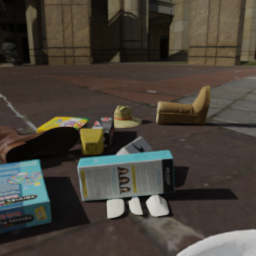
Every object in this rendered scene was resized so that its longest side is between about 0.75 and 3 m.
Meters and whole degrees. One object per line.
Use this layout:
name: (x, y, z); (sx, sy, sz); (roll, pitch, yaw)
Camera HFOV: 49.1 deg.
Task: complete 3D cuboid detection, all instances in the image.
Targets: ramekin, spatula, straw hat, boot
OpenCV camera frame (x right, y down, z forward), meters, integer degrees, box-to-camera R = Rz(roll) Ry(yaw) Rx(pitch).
ramekin: (1.468, 2.222, 1.937); (2.938, 1.432, 2.938); (0, 16, 0)
spatula: (0.157, 1.527, 6.554); (1.297, 0.150, 1.865); (-7, 16, -3)
straw hat: (-0.229, -0.602, 12.466); (1.792, 0.759, 1.792); (1, 17, 0)
boot: (-3.417, 0.307, 9.407); (2.610, 0.899, 2.800); (-15, 19, -40)
boot: (2.326, -0.936, 11.894); (2.102, 1.841, 0.695); (4, 24, 1)

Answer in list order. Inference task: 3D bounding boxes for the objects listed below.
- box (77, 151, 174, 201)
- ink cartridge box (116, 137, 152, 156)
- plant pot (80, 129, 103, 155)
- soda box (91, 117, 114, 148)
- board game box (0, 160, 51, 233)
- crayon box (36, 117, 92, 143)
box: (-0.034, 1.076, 6.375); (2.096, 0.863, 0.515); (-5, 16, -1)
ink cartridge box: (0.025, 0.803, 7.380); (0.495, 0.858, 1.183); (47, 26, 8)
plant pot: (-1.159, 0.500, 8.942); (0.740, 0.736, 0.757); (-1, 22, -5)
soda box: (-0.907, 0.124, 10.299); (0.685, 0.613, 1.936); (1, 16, 2)
board game box: (-2.679, 1.435, 6.112); (1.661, 0.516, 2.200); (-7, 18, -21)
crayon box: (-2.381, 0.041, 10.725); (1.522, 0.514, 1.764); (3, 17, 9)
